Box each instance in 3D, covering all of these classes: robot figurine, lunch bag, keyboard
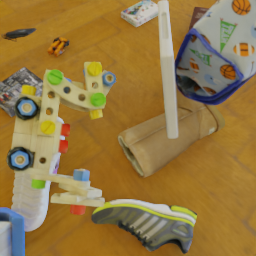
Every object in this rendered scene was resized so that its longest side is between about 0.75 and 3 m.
[{"bbox_3d":[-2.592,-3.056,10.486,0.631,0.253,0.870,22,59,14],"label":"robot figurine"},{"bbox_3d":[2.049,-1.602,5.651,2.053,2.415,1.496,-43,87,-8],"label":"lunch bag"},{"bbox_3d":[-2.384,-2.035,6.206,0.599,0.228,1.152,-6,24,-6],"label":"keyboard"}]

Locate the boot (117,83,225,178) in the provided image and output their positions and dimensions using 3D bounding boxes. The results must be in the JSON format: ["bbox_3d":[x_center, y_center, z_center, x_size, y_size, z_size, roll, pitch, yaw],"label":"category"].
[{"bbox_3d":[0.987,-0.293,8.182,2.909,0.962,2.547,-27,60,-16],"label":"boot"}]

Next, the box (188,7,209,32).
[{"bbox_3d":[2.802,-3.643,10.405,1.049,1.038,1.264,14,57,9],"label":"box"}]

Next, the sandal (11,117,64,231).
[{"bbox_3d":[-2.318,1.137,7.388,1.220,0.737,2.998,2,67,20],"label":"sandal"}]

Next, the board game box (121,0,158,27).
[{"bbox_3d":[0.573,-4.820,11.686,1.500,0.260,0.947,-36,63,-22],"label":"board game box"}]

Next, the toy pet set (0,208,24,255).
[{"bbox_3d":[-3.111,3.216,5.847,2.880,1.529,2.689,-1,90,3],"label":"toy pet set"}]

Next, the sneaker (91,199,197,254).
[{"bbox_3d":[0.352,2.276,6.472,2.471,0.913,1.000,4,59,5],"label":"sneaker"}]

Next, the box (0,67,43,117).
[{"bbox_3d":[-3.574,-1.213,9.140,1.200,0.379,1.522,36,63,22],"label":"box"}]

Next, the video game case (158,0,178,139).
[{"bbox_3d":[0.697,-0.995,4.948,0.208,1.807,1.647,-4,49,9],"label":"video game case"}]

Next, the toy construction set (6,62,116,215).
[{"bbox_3d":[-1.118,0.102,4.977,1.799,1.264,2.744,8,72,-21],"label":"toy construction set"}]
